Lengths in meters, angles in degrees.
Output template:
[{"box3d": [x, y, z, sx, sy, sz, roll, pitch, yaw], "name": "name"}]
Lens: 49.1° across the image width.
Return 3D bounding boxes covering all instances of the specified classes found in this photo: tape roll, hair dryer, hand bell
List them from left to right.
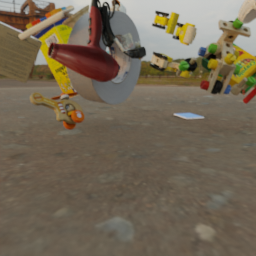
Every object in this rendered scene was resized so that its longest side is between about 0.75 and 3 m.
[{"box3d": [-0.727, -1.779, 5.818, 0.617, 1.729, 2.270, -26, 12, 48], "name": "hair dryer"}, {"box3d": [-1.108, -2.779, 8.992, 1.012, 1.943, 1.012, -30, 22, 14], "name": "hand bell"}, {"box3d": [-0.536, -1.765, 7.180, 0.751, 2.274, 2.274, 11, 16, 31], "name": "tape roll"}]

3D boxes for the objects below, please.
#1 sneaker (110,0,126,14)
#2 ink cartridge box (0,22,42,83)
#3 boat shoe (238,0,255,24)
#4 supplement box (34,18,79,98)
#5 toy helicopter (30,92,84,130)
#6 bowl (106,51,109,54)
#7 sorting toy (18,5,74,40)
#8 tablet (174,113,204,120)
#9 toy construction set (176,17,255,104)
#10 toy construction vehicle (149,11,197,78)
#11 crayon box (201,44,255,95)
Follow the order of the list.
[{"box3d": [-0.382, -3.536, 9.154, 0.568, 1.560, 0.661, -19, -29, 25], "name": "sneaker"}, {"box3d": [-3.346, -2.115, 7.630, 1.555, 1.281, 0.584, 20, 14, -33], "name": "ink cartridge box"}, {"box3d": [2.068, -1.880, 4.147, 0.391, 0.383, 1.104, -9, -17, -20], "name": "boat shoe"}, {"box3d": [-2.186, -2.784, 11.161, 1.503, 2.745, 1.494, -13, 18, 44], "name": "supplement box"}, {"box3d": [-1.305, -0.444, 5.221, 1.038, 0.686, 0.409, 21, -37, -33], "name": "toy helicopter"}, {"box3d": [-0.743, -2.753, 12.185, 0.780, 1.491, 1.491, -36, 24, -16], "name": "bowl"}, {"box3d": [-1.897, -2.524, 6.544, 1.176, 0.232, 1.271, -22, 28, 14], "name": "sorting toy"}, {"box3d": [3.225, -0.624, 15.034, 1.050, 0.110, 1.613, -3, 11, -14], "name": "tablet"}, {"box3d": [3.068, -2.007, 8.168, 2.385, 1.832, 1.989, 35, 52, 4], "name": "toy construction set"}, {"box3d": [1.789, -3.275, 10.923, 0.895, 2.212, 2.541, 0, 24, -31], "name": "toy construction vehicle"}, {"box3d": [3.975, -2.328, 10.522, 2.067, 1.312, 0.525, 43, -11, 24], "name": "crayon box"}]
